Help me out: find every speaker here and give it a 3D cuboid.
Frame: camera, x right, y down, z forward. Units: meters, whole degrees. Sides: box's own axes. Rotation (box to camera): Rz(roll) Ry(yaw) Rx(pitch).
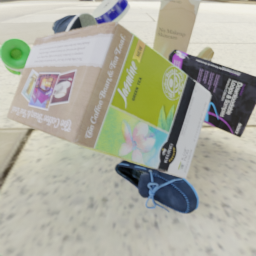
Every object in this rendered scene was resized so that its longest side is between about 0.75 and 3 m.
[{"bbox_3d":[-3.640,-2.272,9.183,1.002,1.002,2.265,-11,9,-19],"label":"speaker"}]

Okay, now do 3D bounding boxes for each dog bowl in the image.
[{"bbox_3d":[-0.580,-3.869,9.273,1.261,0.497,1.261,-25,40,23],"label":"dog bowl"}]

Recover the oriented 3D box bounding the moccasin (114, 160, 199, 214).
[{"bbox_3d":[0.471,1.223,5.753,0.714,0.843,2.094,-9,16,-35],"label":"moccasin"}]

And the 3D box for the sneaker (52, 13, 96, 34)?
[{"bbox_3d":[-2.379,-2.744,9.682,2.801,1.065,2.024,-50,35,-2],"label":"sneaker"}]

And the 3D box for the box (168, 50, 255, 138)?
[{"bbox_3d":[2.196,-0.928,7.687,2.511,1.795,0.453,24,50,22],"label":"box"}]

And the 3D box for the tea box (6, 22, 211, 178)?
[{"bbox_3d":[-0.387,-0.420,5.274,2.582,1.753,2.624,22,-6,-42],"label":"tea box"}]

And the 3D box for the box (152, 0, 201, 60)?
[{"bbox_3d":[1.439,-3.059,8.722,1.159,2.440,0.949,13,48,7],"label":"box"}]

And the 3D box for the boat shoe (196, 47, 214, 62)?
[{"bbox_3d":[2.421,-1.768,9.619,0.737,0.855,2.344,29,71,21],"label":"boat shoe"}]
